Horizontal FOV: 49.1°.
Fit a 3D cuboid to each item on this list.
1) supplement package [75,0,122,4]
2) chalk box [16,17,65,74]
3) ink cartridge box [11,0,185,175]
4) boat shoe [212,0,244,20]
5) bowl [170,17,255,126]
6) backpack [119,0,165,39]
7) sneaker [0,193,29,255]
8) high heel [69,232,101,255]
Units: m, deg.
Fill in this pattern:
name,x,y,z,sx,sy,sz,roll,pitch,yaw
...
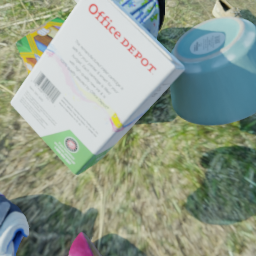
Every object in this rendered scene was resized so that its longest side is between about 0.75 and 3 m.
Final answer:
name,x,y,z,sx,sy,sz,roll,pitch,yaw
supplement package,-0.651,-3.385,6.465,1.029,1.025,1.754,-48,28,-8
chalk box,-1.698,-1.844,8.722,2.803,1.749,1.737,34,61,23
ink cartridge box,-0.555,-0.754,4.978,1.856,2.563,1.076,46,22,7
boat shoe,4.151,-4.500,11.262,0.706,0.636,1.957,-21,58,-14
bowl,1.712,-1.272,5.431,2.261,1.183,2.261,-21,39,18
backpack,-0.060,-3.305,9.550,2.811,2.293,2.161,-28,73,-12
sneaker,-3.339,2.582,6.104,1.684,0.926,2.299,34,56,26
high heel,-0.386,3.001,5.992,2.000,0.673,0.959,10,65,23
